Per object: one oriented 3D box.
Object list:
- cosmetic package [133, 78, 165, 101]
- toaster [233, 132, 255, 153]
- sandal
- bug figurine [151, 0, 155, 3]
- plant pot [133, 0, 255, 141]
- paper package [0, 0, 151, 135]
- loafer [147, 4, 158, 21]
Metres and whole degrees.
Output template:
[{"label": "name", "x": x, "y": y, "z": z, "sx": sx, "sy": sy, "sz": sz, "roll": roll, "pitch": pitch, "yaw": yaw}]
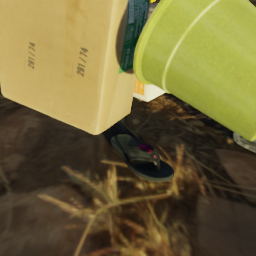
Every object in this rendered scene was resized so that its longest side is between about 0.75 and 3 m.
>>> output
[{"label": "cosmetic package", "x": -0.248, "y": -1.723, "z": 6.862, "sx": 2.574, "sy": 1.306, "sz": 0.917, "roll": 24, "pitch": 37, "yaw": 32}, {"label": "toaster", "x": 3.709, "y": -0.014, "z": 7.282, "sx": 2.057, "sy": 1.169, "sz": 1.329, "roll": 24, "pitch": 35, "yaw": 28}, {"label": "sandal", "x": 0.248, "y": 0.621, "z": 6.863, "sx": 0.799, "sy": 0.508, "sz": 2.124, "roll": -21, "pitch": 37, "yaw": -31}, {"label": "bug figurine", "x": 1.007, "y": -4.026, "z": 7.674, "sx": 2.332, "sy": 0.600, "sz": 1.809, "roll": -21, "pitch": 30, "yaw": 10}, {"label": "plant pot", "x": 1.419, "y": -0.848, "z": 3.923, "sx": 1.972, "sy": 1.972, "sz": 1.873, "roll": -28, "pitch": 63, "yaw": -38}, {"label": "paper package", "x": -1.136, "y": -1.633, "z": 5.516, "sx": 2.673, "sy": 2.804, "sz": 1.451, "roll": 22, "pitch": 35, "yaw": 17}, {"label": "loafer", "x": 0.222, "y": -3.775, "z": 9.745, "sx": 2.780, "sy": 0.875, "sz": 0.999, "roll": -11, "pitch": 35, "yaw": -17}]
